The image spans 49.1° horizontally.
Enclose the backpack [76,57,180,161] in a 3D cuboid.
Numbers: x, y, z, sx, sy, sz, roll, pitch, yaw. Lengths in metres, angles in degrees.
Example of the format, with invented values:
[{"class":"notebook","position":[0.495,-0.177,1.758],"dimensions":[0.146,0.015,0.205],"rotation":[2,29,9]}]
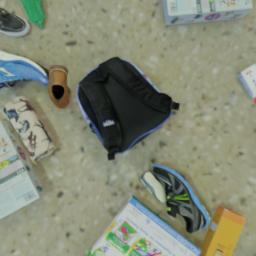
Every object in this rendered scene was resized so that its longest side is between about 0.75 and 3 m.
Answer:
[{"class":"backpack","position":[-0.272,-0.762,9.044],"dimensions":[2.801,2.158,2.668],"rotation":[-35,92,-13]}]

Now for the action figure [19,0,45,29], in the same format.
[{"class":"action figure","position":[-3.453,-4.443,10.127],"dimensions":[1.051,0.487,1.780],"rotation":[-20,93,-3]}]

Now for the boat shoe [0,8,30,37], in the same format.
[{"class":"boat shoe","position":[-4.666,-3.975,9.949],"dimensions":[2.274,0.753,0.795],"rotation":[26,86,2]}]

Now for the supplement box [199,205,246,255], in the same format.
[{"class":"supplement box","position":[3.008,3.918,9.369],"dimensions":[0.814,0.842,2.447],"rotation":[24,85,2]}]

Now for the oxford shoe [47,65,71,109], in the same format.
[{"class":"oxford shoe","position":[-2.241,-1.074,8.941],"dimensions":[0.756,2.121,0.756],"rotation":[1,66,-8]}]

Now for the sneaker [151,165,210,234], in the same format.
[{"class":"sneaker","position":[1.636,2.367,9.391],"dimensions":[1.109,0.949,2.677],"rotation":[-36,89,-10]}]

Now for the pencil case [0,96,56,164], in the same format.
[{"class":"pencil case","position":[-3.394,0.083,9.598],"dimensions":[1.006,0.875,2.250],"rotation":[-32,86,3]}]

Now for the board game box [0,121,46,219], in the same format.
[{"class":"board game box","position":[-4.453,1.518,9.481],"dimensions":[2.135,0.930,2.894],"rotation":[-28,88,-3]}]

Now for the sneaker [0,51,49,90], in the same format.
[{"class":"sneaker","position":[-3.906,-1.837,9.673],"dimensions":[2.847,1.118,1.269],"rotation":[16,90,11]}]

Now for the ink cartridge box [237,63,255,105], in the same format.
[{"class":"ink cartridge box","position":[4.955,-1.545,9.952],"dimensions":[1.409,0.435,1.737],"rotation":[-30,84,-2]}]

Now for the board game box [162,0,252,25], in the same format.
[{"class":"board game box","position":[2.693,-4.922,9.942],"dimensions":[2.903,0.933,2.142],"rotation":[-5,86,1]}]

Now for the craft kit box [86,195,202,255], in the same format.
[{"class":"craft kit box","position":[0.407,4.340,9.423],"dimensions":[2.947,0.715,2.911],"rotation":[38,84,3]}]

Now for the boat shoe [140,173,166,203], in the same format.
[{"class":"boat shoe","position":[0.874,2.076,9.717],"dimensions":[1.241,0.383,0.452],"rotation":[54,48,-11]}]
